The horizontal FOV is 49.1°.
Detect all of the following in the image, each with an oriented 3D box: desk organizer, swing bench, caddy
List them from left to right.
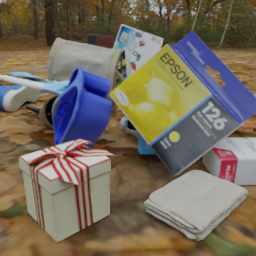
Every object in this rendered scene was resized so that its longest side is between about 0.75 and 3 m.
[{"bbox_3d":[-1.250,-0.416,6.789,1.142,2.175,1.538,13,49,-23],"label":"caddy"},{"bbox_3d":[-1.336,-1.687,9.490,2.192,1.430,2.204,14,-20,12],"label":"swing bench"},{"bbox_3d":[-1.522,-3.743,15.537,1.049,2.725,0.977,-12,22,-37],"label":"desk organizer"}]

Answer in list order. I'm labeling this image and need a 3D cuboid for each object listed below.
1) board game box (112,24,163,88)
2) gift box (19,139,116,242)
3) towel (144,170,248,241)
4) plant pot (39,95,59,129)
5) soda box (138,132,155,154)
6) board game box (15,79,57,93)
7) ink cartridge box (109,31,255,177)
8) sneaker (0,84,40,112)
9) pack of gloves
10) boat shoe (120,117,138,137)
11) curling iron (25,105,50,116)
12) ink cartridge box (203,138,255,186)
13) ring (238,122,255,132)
[{"bbox_3d":[0.103,-2.420,11.003,1.752,2.776,0.480,20,3,0],"label":"board game box"},{"bbox_3d":[-0.896,0.878,4.459,1.286,1.201,1.187,15,25,40],"label":"gift box"},{"bbox_3d":[1.192,1.241,4.836,1.707,0.294,1.131,-17,27,-41],"label":"towel"},{"bbox_3d":[-2.332,-0.457,8.836,1.052,1.052,0.913,-16,9,-39],"label":"plant pot"},{"bbox_3d":[1.140,0.322,6.731,1.763,0.598,0.566,1,2,-2],"label":"soda box"},{"bbox_3d":[-4.453,-2.165,14.518,1.460,0.373,2.155,15,24,37],"label":"board game box"},{"bbox_3d":[1.120,-0.552,5.698,2.204,2.230,0.524,51,11,13],"label":"ink cartridge box"},{"bbox_3d":[-4.764,-1.461,11.483,1.478,1.020,2.657,11,27,7],"label":"sneaker"},{"bbox_3d":[-2.205,-1.401,8.429,2.760,0.545,2.318,14,11,-17],"label":"pack of gloves"},{"bbox_3d":[0.151,-0.104,8.035,0.526,0.537,1.507,-47,35,-7],"label":"boat shoe"},{"bbox_3d":[-3.049,-0.636,10.038,1.937,0.480,0.248,11,17,37],"label":"curling iron"},{"bbox_3d":[2.477,0.681,5.889,1.509,0.629,1.096,0,19,-1],"label":"ink cartridge box"},{"bbox_3d":[3.973,-0.372,9.062,2.572,0.247,2.572,-9,17,3],"label":"ring"}]
